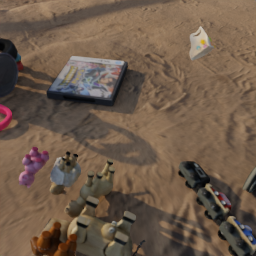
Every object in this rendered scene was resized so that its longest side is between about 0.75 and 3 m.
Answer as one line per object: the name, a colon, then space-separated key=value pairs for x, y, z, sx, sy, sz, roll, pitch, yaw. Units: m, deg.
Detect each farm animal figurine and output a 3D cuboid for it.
farm animal figurine: x=-1.173 y=1.770 z=6.127 sx=2.243 sy=1.397 sz=2.778 roll=2 pitch=36 yaw=-26

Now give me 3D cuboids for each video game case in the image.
video game case: x=-1.446 y=-1.877 z=10.667 sx=2.400 sy=0.339 sz=2.655 roll=8 pitch=43 yaw=8

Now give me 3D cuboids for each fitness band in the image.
fitness band: x=-4.484 y=-0.341 z=9.079 sx=1.513 sy=0.283 sz=1.086 roll=16 pitch=48 yaw=18

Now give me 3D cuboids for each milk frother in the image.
milk frother: x=-5.443 y=-2.640 z=9.597 sx=2.467 sy=2.623 sz=2.367 roll=14 pitch=77 yaw=15

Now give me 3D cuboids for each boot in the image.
boot: x=3.889 y=1.351 z=6.953 sx=1.804 sy=0.651 sz=1.362 roll=-28 pitch=52 yaw=-26

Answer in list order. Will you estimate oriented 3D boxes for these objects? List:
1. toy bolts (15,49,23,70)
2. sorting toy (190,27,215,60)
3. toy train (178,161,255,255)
toy bolts: x=-4.792 y=-2.601 z=11.044 sx=1.280 sy=0.888 sz=1.223 roll=-30 pitch=51 yaw=-29
sorting toy: x=1.983 y=-2.360 z=7.670 sx=0.407 sy=0.762 sz=0.686 roll=-21 pitch=86 yaw=-29
toy train: x=2.066 y=1.808 z=6.622 sx=0.631 sy=0.470 sz=2.755 roll=-5 pitch=41 yaw=-23
